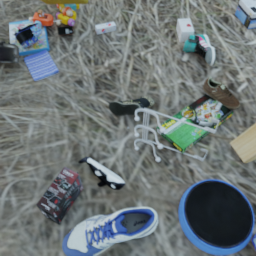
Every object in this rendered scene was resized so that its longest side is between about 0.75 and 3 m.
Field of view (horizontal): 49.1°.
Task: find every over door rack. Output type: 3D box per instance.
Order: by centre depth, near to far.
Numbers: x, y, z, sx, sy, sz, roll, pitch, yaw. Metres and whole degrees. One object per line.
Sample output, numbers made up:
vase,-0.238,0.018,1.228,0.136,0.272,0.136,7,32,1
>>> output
over door rack,1.493,0.391,9.415,2.676,1.977,0.891,10,55,7

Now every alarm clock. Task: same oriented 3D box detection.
alarm clock,-5.865,-3.333,12.209,1.876,0.926,2.781,-9,17,-40

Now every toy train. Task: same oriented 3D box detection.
toy train,-3.727,-6.196,14.466,2.227,0.825,2.965,10,52,0

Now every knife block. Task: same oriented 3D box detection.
knife block,5.150,-0.141,9.468,2.824,2.479,0.904,-20,58,-12

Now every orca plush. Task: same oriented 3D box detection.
orca plush,-0.954,1.646,9.377,1.814,0.954,0.645,29,91,16

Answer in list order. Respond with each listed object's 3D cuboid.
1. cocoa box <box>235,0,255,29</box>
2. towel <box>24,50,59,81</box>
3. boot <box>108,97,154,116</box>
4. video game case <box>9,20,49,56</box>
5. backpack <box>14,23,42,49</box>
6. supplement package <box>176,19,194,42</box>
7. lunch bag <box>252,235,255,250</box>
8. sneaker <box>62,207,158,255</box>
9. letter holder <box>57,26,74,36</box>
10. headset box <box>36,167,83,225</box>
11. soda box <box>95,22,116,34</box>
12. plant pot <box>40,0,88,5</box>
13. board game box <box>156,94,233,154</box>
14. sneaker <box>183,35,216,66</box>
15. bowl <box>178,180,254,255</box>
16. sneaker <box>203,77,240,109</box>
cocoa box,6.327,-5.893,14.379,0.924,0.909,1.385,-13,57,-9
towel,-3.966,-2.867,12.738,1.177,0.194,1.626,-25,59,-15
boot,0.126,-0.895,11.173,1.570,0.567,1.186,7,23,38
video game case,-4.928,-4.523,13.859,1.770,0.220,2.473,-13,56,-8
backpack,-4.493,-4.300,12.924,1.189,0.800,1.085,-38,23,-25
supplement package,2.803,-4.811,13.809,0.634,0.626,1.045,-4,56,-3
lunch bag,4.487,3.540,7.278,1.442,1.925,2.264,-31,61,-20
sneaker,-0.535,2.873,8.083,2.911,1.283,1.096,-18,65,-10
letter holder,-3.084,-4.832,13.979,0.751,0.378,0.534,-5,13,2
headset box,-2.030,2.057,8.753,0.589,1.167,1.570,25,58,15
soda box,-1.137,-5.054,14.162,1.005,0.320,0.342,-15,57,-11
plant pot,-3.298,-7.077,12.921,2.337,2.321,2.390,3,19,7
board game box,2.568,-0.243,10.774,2.741,0.322,1.436,-33,57,-20
sneaker,3.178,-3.604,12.809,1.247,0.863,2.065,-1,47,-7
bowl,2.760,2.699,8.740,2.324,0.456,2.324,0,56,0
sneaker,3.824,-1.433,11.465,1.736,0.656,0.611,38,63,23
